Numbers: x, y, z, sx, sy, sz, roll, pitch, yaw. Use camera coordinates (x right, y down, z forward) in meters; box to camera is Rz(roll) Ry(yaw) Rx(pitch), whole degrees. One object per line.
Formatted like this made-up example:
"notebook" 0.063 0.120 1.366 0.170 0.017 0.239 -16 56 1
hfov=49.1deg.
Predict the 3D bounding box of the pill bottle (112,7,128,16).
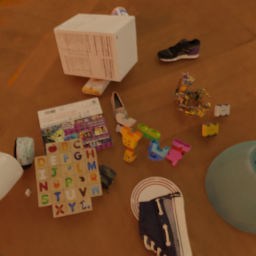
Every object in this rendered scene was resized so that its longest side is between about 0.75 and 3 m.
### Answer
"pill bottle" -0.252 -4.833 12.798 0.730 0.730 1.300 -14 59 -9

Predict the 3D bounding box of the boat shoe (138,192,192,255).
"boat shoe" 0.983 3.193 7.492 1.305 1.051 2.815 -8 60 6

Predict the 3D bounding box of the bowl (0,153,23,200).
"bowl" -3.951 1.192 6.833 2.059 0.770 2.062 6 32 15

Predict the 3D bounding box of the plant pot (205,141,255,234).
"plant pot" 3.816 1.438 8.103 2.746 1.849 2.746 0 57 0

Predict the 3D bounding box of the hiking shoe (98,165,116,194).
"hiking shoe" -1.278 1.426 8.730 1.722 0.652 0.867 19 78 10

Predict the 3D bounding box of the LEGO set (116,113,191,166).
"LEGO set" 0.482 0.646 9.213 2.720 1.116 1.038 27 30 21

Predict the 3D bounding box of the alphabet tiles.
"alphabet tiles" -1.767 1.420 8.258 1.817 0.069 2.184 -9 72 -9

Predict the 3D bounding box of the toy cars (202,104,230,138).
"toy cars" 3.010 -0.293 9.850 0.395 0.801 1.786 10 54 47

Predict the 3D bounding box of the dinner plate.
"dinner plate" 0.881 2.281 8.540 1.606 0.195 1.606 0 57 1

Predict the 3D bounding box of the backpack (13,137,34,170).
"backpack" -3.326 0.788 8.937 0.626 0.825 0.989 0 96 -20

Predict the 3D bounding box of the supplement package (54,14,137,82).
"supplement package" -1.117 -3.070 10.537 2.397 1.806 1.819 11 41 21

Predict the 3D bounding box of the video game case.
"video game case" -1.889 0.027 9.834 2.259 0.405 2.048 -15 57 -11

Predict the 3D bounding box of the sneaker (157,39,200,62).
"sneaker" 2.097 -3.334 11.656 1.875 0.821 0.710 -12 49 -13

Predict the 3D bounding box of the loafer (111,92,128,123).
"loafer" -0.349 -0.709 10.299 0.493 0.431 1.371 -16 60 -10

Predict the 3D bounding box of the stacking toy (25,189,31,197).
"stacking toy" -2.681 1.814 8.840 0.731 0.228 0.969 14 56 8

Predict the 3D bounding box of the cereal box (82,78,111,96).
"cereal box" -1.197 -1.733 10.930 0.803 0.221 1.116 9 51 25

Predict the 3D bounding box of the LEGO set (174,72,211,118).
"LEGO set" 2.324 -1.246 9.908 1.315 0.991 1.710 19 37 1
